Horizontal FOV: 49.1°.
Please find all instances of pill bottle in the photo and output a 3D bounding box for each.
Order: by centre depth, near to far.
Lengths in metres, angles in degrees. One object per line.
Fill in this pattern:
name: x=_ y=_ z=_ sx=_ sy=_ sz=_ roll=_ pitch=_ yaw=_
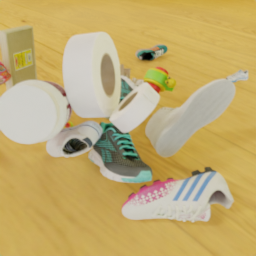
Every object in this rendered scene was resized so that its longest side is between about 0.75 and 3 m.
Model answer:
pill bottle: x=-2.070 y=-0.417 z=6.510 sx=1.376 sy=1.376 sz=2.409 roll=-4 pitch=9 yaw=-6

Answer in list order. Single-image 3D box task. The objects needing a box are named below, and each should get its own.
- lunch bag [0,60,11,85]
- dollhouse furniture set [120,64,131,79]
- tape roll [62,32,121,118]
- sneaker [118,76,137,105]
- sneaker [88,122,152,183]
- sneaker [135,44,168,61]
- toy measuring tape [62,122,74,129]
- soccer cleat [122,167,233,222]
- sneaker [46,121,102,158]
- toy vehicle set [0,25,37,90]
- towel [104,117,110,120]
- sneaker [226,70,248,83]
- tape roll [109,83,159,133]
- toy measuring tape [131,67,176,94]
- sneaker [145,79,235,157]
lunch bag: x=-4.185 y=-1.498 z=8.225 sx=1.266 sy=0.589 sz=1.437 roll=-38 pitch=3 yaw=-14
dollhouse furniture set: x=-0.293 y=-2.178 z=10.951 sx=0.582 sy=0.497 sz=1.123 roll=3 pitch=0 yaw=11
tape roll: x=-0.831 y=-1.317 z=7.144 sx=0.746 sy=2.134 sz=2.134 roll=-1 pitch=35 yaw=16
sneaker: x=-0.134 y=-1.179 z=9.942 sx=0.955 sy=0.812 sz=2.093 roll=-33 pitch=46 yaw=-24
sneaker: x=-0.263 y=0.520 z=7.016 sx=1.038 sy=1.220 sz=2.675 roll=5 pitch=10 yaw=-32
sneaker: x=1.268 y=-3.645 z=13.865 sx=1.715 sy=0.612 sz=0.685 roll=-18 pitch=45 yaw=-15
toy measuring tape: x=-2.126 y=-0.094 z=9.317 sx=0.798 sy=0.294 sz=0.294 roll=8 pitch=38 yaw=11
soccer cleat: x=1.180 y=1.710 z=6.378 sx=2.596 sy=0.907 sz=1.121 roll=-16 pitch=50 yaw=-13
sneaker: x=-1.626 y=0.421 z=7.483 sx=2.136 sy=0.780 sz=0.756 roll=-25 pitch=21 yaw=39
toy vehicle set: x=-3.641 y=-2.307 z=9.431 sx=0.268 sy=2.024 sz=1.257 roll=16 pitch=31 yaw=18
towel: x=-0.084 y=-0.536 z=9.916 sx=1.355 sy=0.247 sz=1.005 roll=7 pitch=37 yaw=16
sneaker: x=4.716 y=-2.282 z=12.102 sx=1.084 sy=0.470 sz=0.406 roll=-14 pitch=40 yaw=-15
tape roll: x=0.145 y=-0.478 z=6.567 sx=0.440 sy=1.258 sz=1.258 roll=44 pitch=38 yaw=-14
toy measuring tape: x=0.706 y=-1.764 z=10.120 sx=0.940 sy=0.940 sz=2.555 roll=-25 pitch=26 yaw=-30
sneaker: x=1.633 y=-0.513 z=8.214 sx=2.781 sy=1.025 sz=1.607 roll=-41 pitch=23 yaw=2
